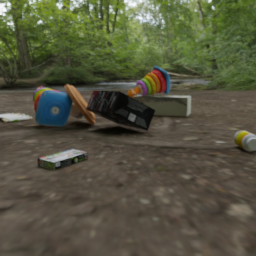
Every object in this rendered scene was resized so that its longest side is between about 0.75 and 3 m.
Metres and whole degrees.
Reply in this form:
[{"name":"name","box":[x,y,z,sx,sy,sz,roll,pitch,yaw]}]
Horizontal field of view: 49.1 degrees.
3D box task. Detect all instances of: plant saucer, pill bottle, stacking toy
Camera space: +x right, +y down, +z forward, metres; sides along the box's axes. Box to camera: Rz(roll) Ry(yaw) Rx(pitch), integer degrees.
[{"name":"plant saucer","box":[-1.809,-0.930,10.843,0.293,1.818,1.818,-34,12,0]},{"name":"pill bottle","box":[3.006,0.338,7.072,0.428,0.428,0.783,0,9,0]},{"name":"stacking toy","box":[0.880,-2.032,13.976,2.258,1.311,1.239,-28,43,-22]},{"name":"stacking toy","box":[-3.176,-1.098,10.808,1.260,1.332,2.296,7,22,-37]},{"name":"pill bottle","box":[-2.108,-0.645,11.625,0.499,0.499,0.862,2,-9,10]}]

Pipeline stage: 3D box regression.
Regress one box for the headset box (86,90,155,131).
[{"name":"headset box","box":[-0.355,-0.634,9.720,1.564,0.812,2.101,24,-5,-32]}]

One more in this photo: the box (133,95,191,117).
[{"name":"box","box":[1.686,-1.136,14.060,2.769,0.947,1.138,3,11,20]}]

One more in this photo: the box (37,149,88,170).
[{"name":"box","box":[-1.374,0.657,5.976,0.525,0.166,0.954,7,12,34]}]

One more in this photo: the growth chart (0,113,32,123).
[{"name":"growth chart","box":[-5.271,-0.483,12.585,2.123,0.188,1.537,9,12,42]}]
